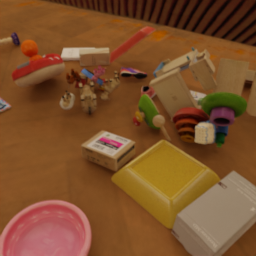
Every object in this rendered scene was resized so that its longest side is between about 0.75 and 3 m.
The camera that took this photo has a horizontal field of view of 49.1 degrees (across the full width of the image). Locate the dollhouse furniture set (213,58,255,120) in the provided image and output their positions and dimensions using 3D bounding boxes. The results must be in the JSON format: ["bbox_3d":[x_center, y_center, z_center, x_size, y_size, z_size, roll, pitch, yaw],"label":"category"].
[{"bbox_3d":[4.953,-1.396,11.864,2.620,2.244,2.755,14,7,15],"label":"dollhouse furniture set"}]

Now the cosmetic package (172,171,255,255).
[{"bbox_3d":[2.363,2.267,7.156,2.319,1.046,1.239,-26,49,-32],"label":"cosmetic package"}]

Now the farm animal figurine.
[{"bbox_3d":[-1.481,-1.436,11.365,2.179,1.136,2.155,6,56,1],"label":"farm animal figurine"}]

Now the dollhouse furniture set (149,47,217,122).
[{"bbox_3d":[2.447,-1.932,10.919,2.516,1.739,2.665,-21,24,35],"label":"dollhouse furniture set"}]

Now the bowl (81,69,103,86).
[{"bbox_3d":[-1.546,-2.233,12.237,1.063,0.209,1.063,34,8,-5],"label":"bowl"}]

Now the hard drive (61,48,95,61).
[{"bbox_3d":[-2.673,-3.984,15.106,1.723,0.230,1.136,-2,40,-2],"label":"hard drive"}]

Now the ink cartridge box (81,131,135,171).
[{"bbox_3d":[-0.635,0.715,9.164,1.403,0.527,1.156,17,35,28],"label":"ink cartridge box"}]

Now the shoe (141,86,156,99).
[{"bbox_3d":[0.895,-1.603,12.040,0.445,0.566,1.245,18,44,20],"label":"shoe"}]

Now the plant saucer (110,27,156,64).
[{"bbox_3d":[0.158,-3.947,12.986,2.187,0.402,2.191,-31,14,25],"label":"plant saucer"}]

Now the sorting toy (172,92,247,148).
[{"bbox_3d":[2.670,-0.097,9.288,1.656,2.757,1.132,24,66,-24],"label":"sorting toy"}]

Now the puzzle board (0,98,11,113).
[{"bbox_3d":[-6.199,-0.974,11.596,2.258,0.196,1.702,30,48,31],"label":"puzzle board"}]

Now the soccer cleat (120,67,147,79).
[{"bbox_3d":[0.275,-2.569,12.975,1.265,0.432,0.463,3,63,-12],"label":"soccer cleat"}]

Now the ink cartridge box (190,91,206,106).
[{"bbox_3d":[2.823,-1.229,11.784,0.760,0.333,0.552,19,44,25],"label":"ink cartridge box"}]

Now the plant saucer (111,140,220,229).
[{"bbox_3d":[1.157,1.395,8.491,2.470,0.598,2.470,-32,51,-32],"label":"plant saucer"}]

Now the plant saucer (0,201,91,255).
[{"bbox_3d":[-1.986,2.827,6.840,2.185,0.554,2.185,1,40,-1],"label":"plant saucer"}]

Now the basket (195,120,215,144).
[{"bbox_3d":[2.524,0.140,8.969,0.878,0.775,0.611,-9,14,-38],"label":"basket"}]

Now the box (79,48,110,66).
[{"bbox_3d":[-1.716,-3.617,14.310,1.518,0.721,0.590,-5,41,-4],"label":"box"}]

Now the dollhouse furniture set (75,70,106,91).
[{"bbox_3d":[-1.632,-2.026,12.674,1.396,0.568,0.751,18,40,-5],"label":"dollhouse furniture set"}]

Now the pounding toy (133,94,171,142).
[{"bbox_3d":[0.657,-0.294,9.995,0.837,1.393,1.804,-28,48,-4],"label":"pounding toy"}]

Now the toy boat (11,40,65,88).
[{"bbox_3d":[-3.976,-2.894,12.073,1.794,1.797,2.749,-20,13,12],"label":"toy boat"}]

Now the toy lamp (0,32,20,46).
[{"bbox_3d":[-7.502,-4.608,15.430,2.806,0.817,0.817,-26,47,-29],"label":"toy lamp"}]
